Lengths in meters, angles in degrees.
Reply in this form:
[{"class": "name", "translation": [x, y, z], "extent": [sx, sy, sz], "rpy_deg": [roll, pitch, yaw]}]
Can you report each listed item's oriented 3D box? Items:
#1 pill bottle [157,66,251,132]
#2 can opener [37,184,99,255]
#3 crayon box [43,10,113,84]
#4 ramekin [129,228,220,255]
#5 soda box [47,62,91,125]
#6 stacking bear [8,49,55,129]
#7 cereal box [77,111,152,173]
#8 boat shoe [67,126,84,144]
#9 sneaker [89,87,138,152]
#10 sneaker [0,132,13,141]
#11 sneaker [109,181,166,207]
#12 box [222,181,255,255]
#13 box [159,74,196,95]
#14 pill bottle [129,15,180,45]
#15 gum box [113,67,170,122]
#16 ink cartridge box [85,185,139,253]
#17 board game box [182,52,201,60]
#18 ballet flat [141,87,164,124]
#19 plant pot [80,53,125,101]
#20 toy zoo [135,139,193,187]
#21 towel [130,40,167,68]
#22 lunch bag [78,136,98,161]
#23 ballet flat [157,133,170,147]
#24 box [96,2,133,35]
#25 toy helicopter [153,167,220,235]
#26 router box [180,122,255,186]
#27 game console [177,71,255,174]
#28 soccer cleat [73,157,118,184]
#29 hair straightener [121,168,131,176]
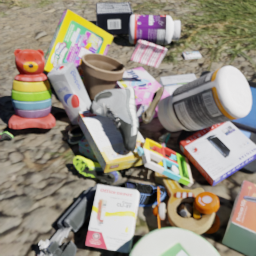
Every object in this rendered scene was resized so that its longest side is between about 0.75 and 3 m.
[{"class": "pill bottle", "translation": [2.300, -0.769, 8.908], "extent": [2.696, 1.569, 1.569], "rpy_deg": [-19, 17, 51]}, {"class": "can opener", "translation": [-1.408, 2.554, 7.238], "extent": [0.686, 0.866, 2.605], "rpy_deg": [-26, 19, 43]}, {"class": "crayon box", "translation": [-2.123, -3.165, 11.743], "extent": [2.203, 2.554, 0.744], "rpy_deg": [22, 0, -32]}, {"class": "ramekin", "translation": [0.970, 3.301, 5.882], "extent": [2.346, 1.146, 2.346], "rpy_deg": [0, 41, 0]}, {"class": "soda box", "translation": [-2.009, -1.185, 10.181], "extent": [0.720, 2.269, 0.775], "rpy_deg": [0, 42, 22]}, {"class": "stacking bear", "translation": [-3.462, -1.442, 10.010], "extent": [1.607, 2.646, 1.505], "rpy_deg": [-2, 20, -16]}, {"class": "cereal box", "translation": [-0.468, 0.287, 9.180], "extent": [1.721, 0.473, 2.392], "rpy_deg": [-7, 46, -31]}, {"class": "boat shoe", "translation": [-1.492, 0.085, 10.142], "extent": [1.497, 0.451, 0.534], "rpy_deg": [-28, 56, -28]}, {"class": "sneaker", "translation": [-0.493, -0.302, 8.800], "extent": [1.495, 0.971, 2.588], "rpy_deg": [2, 44, -6]}, {"class": "sneaker", "translation": [-4.543, 0.373, 9.987], "extent": [0.924, 0.354, 0.387], "rpy_deg": [-1, 54, 7]}, {"class": "sneaker", "translation": [0.261, 1.835, 7.961], "extent": [1.734, 0.675, 0.608], "rpy_deg": [-6, 40, -7]}, {"class": "box", "translation": [3.566, 2.470, 6.948], "extent": [1.939, 1.031, 1.477], "rpy_deg": [20, 44, 22]}, {"class": "box", "translation": [2.314, -1.395, 11.680], "extent": [1.565, 0.413, 2.007], "rpy_deg": [-7, 53, -8]}, {"class": "pill bottle", "translation": [1.465, -5.531, 15.858], "extent": [2.804, 1.577, 1.577], "rpy_deg": [2, 41, 2]}, {"class": "gum box", "translation": [0.422, -1.484, 11.665], "extent": [1.516, 0.883, 2.671], "rpy_deg": [-17, 43, -19]}, {"class": "ink cartridge box", "translation": [-0.365, 2.261, 7.053], "extent": [1.077, 0.619, 1.484], "rpy_deg": [6, 69, 9]}, {"class": "board game box", "translation": [3.408, -3.895, 15.042], "extent": [0.899, 0.156, 0.568], "rpy_deg": [-5, 41, -6]}, {"class": "ballet flat", "translation": [0.774, -0.791, 9.011], "extent": [0.380, 0.552, 1.639], "rpy_deg": [27, 56, -1]}, {"class": "plant pot", "translation": [-1.138, -1.899, 10.972], "extent": [1.711, 1.493, 1.711], "rpy_deg": [15, 32, -9]}, {"class": "toy zoo", "translation": [1.075, 0.982, 8.551], "extent": [1.860, 0.190, 1.220], "rpy_deg": [27, 29, -13]}, {"class": "towel", "translation": [0.750, -2.685, 10.307], "extent": [1.175, 0.859, 0.176], "rpy_deg": [12, 43, -20]}, {"class": "lunch bag", "translation": [-1.007, 0.592, 9.561], "extent": [1.259, 0.485, 1.010], "rpy_deg": [23, 46, 24]}, {"class": "ballet flat", "translation": [1.179, 0.518, 9.624], "extent": [0.325, 0.315, 0.912], "rpy_deg": [13, 62, 18]}, {"class": "box", "translation": [-0.875, -6.875, 17.573], "extent": [2.226, 1.372, 2.208], "rpy_deg": [-3, 41, -4]}, {"class": "toy helicopter", "translation": [1.294, 1.982, 7.836], "extent": [1.657, 0.989, 2.506], "rpy_deg": [-20, 33, -9]}, {"class": "router box", "translation": [2.906, 0.697, 8.996], "extent": [1.848, 0.451, 1.659], "rpy_deg": [-29, 54, -12]}, {"class": "game console", "translation": [3.323, -0.250, 9.283], "extent": [2.823, 1.670, 2.409], "rpy_deg": [19, 58, 22]}, {"class": "soccer cleat", "translation": [-1.006, 1.294, 8.724], "extent": [1.522, 0.492, 0.637], "rpy_deg": [22, 17, 12]}, {"class": "hair straightener", "translation": [-0.058, 1.170, 9.102], "extent": [0.381, 0.203, 0.991], "rpy_deg": [-3, 41, -3]}]
